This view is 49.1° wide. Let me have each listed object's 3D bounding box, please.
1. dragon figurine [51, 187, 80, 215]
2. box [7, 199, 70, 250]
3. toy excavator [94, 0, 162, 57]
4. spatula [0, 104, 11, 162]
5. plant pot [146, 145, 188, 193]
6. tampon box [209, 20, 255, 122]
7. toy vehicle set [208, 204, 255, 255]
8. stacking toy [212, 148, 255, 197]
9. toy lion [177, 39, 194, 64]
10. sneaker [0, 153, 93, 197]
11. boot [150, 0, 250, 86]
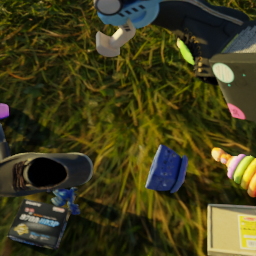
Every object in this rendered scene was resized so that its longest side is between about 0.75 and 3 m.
[{"bbox_3d":[-1.648,1.665,6.880,1.242,0.366,0.618,24,33,8],"label":"dragon figurine"},{"bbox_3d":[-2.078,2.263,6.614,1.174,0.270,0.933,10,54,8],"label":"box"},{"bbox_3d":[-0.066,-2.747,6.668,2.480,2.551,1.274,-13,68,21],"label":"toy excavator"},{"bbox_3d":[-3.684,0.236,8.110,0.802,0.292,2.838,-19,56,-17],"label":"spatula"},{"bbox_3d":[1.004,1.101,7.131,0.809,0.900,0.900,18,55,4],"label":"plant pot"},{"bbox_3d":[3.020,-1.021,5.295,1.386,1.646,2.196,-47,34,-16],"label":"tampon box"},{"bbox_3d":[2.725,2.304,6.202,1.858,0.246,1.154,-1,44,19],"label":"toy vehicle set"},{"bbox_3d":[3.009,1.076,7.147,1.113,1.177,2.028,-38,51,-26],"label":"stacking toy"},{"bbox_3d":[3.305,-2.727,9.945,2.702,0.928,2.590,-5,57,-2],"label":"toy lion"},{"bbox_3d":[-1.968,0.846,5.297,2.357,1.252,0.882,-11,81,10],"label":"sneaker"},{"bbox_3d":[1.577,-2.171,7.112,2.827,1.095,1.955,12,79,4],"label":"boot"}]
